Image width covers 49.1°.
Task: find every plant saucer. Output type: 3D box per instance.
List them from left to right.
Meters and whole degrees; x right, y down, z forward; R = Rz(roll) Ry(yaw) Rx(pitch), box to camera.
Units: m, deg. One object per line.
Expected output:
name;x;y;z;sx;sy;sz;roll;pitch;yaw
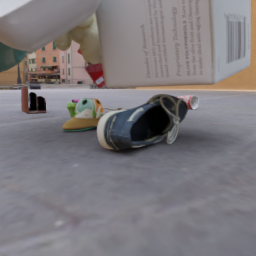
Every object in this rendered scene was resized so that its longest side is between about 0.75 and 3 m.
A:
plant saucer;-2.933;-2.802;7.407;0.516;2.870;2.870;14;7;-13

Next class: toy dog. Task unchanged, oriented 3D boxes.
toy dog;-0.986;-2.866;7.429;2.499;2.577;1.798;-28;3;-17

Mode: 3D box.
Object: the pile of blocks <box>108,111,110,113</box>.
pile of blocks;-0.415;-0.362;9.844;0.754;0.310;0.234;10;-33;4

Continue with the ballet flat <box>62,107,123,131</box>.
ballet flat;-0.963;-0.295;8.065;1.956;0.616;0.671;-6;11;-32

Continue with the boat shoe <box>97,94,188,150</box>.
boat shoe;0.607;-0.181;6.070;0.873;1.057;2.823;7;13;41

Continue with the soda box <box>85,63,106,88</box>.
soda box;-0.242;-2.871;11.473;2.981;0.945;1.044;-35;-2;7

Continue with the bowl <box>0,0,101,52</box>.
bowl;-1.631;-2.304;5.314;2.282;0.852;2.279;-39;41;-13

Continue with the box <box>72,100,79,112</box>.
box;-1.509;-0.642;9.993;0.770;0.669;1.166;-3;11;-24

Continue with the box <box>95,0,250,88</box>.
box;1.082;-2.488;6.099;2.464;2.877;2.863;3;18;35

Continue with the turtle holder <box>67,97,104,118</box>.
turtle holder;-1.318;-0.566;9.017;0.894;0.836;1.177;-9;13;-40

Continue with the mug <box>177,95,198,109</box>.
mug;2.908;-1.188;13.914;1.016;0.902;0.678;4;46;48

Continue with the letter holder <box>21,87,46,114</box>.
letter holder;-4.194;-1.252;12.337;0.772;1.091;1.536;-5;11;-29
